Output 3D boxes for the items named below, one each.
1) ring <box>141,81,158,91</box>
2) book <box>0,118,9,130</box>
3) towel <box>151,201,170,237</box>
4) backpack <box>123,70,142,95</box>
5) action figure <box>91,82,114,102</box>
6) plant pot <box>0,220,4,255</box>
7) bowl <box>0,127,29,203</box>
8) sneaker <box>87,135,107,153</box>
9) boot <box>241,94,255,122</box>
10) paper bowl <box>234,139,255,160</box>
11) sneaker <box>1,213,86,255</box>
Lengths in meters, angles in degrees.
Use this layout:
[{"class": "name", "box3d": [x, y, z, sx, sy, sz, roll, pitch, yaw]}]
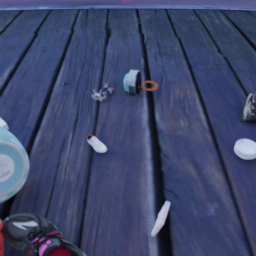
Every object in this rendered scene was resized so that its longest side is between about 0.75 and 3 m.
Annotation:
[{"class": "ring", "box3d": [0.970, -1.957, 12.861, 0.807, 0.077, 0.807, 1, 42, 0]}, {"class": "book", "box3d": [-5.509, -0.155, 10.661, 1.699, 0.408, 1.135, 34, 55, 30]}, {"class": "towel", "box3d": [0.858, 2.416, 7.433, 0.124, 0.770, 0.735, 24, 45, 6]}, {"class": "backpack", "box3d": [0.215, -2.037, 12.266, 0.737, 0.979, 0.869, 13, 44, 13]}, {"class": "action figure", "box3d": [-1.130, -1.522, 12.153, 0.726, 0.387, 1.116, 35, 56, 19]}, {"class": "plant pot", "box3d": [-3.421, 2.597, 6.246, 1.266, 1.153, 1.266, 10, 7, -1]}, {"class": "bowl", "box3d": [-3.685, 1.048, 7.485, 1.271, 2.430, 2.430, -3, 30, 47]}, {"class": "sneaker", "box3d": [-1.137, 0.549, 9.754, 0.909, 0.385, 0.331, 30, 66, 32]}, {"class": "boot", "box3d": [5.171, -0.712, 11.108, 1.110, 0.540, 1.475, 18, 48, 20]}, {"class": "paper bowl", "box3d": [4.014, 0.772, 9.552, 0.760, 0.395, 0.760, 0, 42, 0]}, {"class": "sneaker", "box3d": [-1.903, 2.701, 6.531, 2.453, 1.028, 0.941, 27, 61, 10]}]
